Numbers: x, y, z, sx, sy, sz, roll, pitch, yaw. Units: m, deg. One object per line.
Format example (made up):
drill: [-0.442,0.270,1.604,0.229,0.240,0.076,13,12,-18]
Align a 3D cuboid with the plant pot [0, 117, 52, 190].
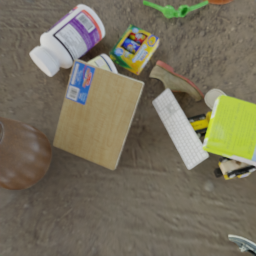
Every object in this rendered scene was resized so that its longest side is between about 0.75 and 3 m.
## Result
plant pot: [-3.612,0.559,8.119,2.158,2.309,2.158,-1,70,2]

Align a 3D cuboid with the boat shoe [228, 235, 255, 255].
boat shoe: [3.428,3.453,8.117,1.107,0.403,0.342,23,68,3]

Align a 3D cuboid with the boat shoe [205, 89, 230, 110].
boat shoe: [3.553,-0.202,8.985,0.906,0.772,2.709,-44,63,18]

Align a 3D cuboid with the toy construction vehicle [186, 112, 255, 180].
toy construction vehicle: [3.282,0.497,9.042,2.641,0.930,2.299,-16,60,-9]

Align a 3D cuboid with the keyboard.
keyboard: [1.608,-0.039,9.010,0.148,0.779,2.768,9,46,-44]

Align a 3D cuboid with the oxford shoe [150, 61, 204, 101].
oxford shoe: [1.695,-1.487,9.838,2.050,0.722,0.767,36,93,9]

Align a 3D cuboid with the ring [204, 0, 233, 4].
ring: [3.686,-5.971,11.667,1.962,0.188,1.962,0,71,0]

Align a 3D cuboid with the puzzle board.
puzzle board: [-1.004,-0.371,8.778,2.232,0.258,2.962,21,107,8]

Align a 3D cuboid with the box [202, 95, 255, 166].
box: [3.625,0.224,7.874,2.656,0.633,1.620,17,81,7]

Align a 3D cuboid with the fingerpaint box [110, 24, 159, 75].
fingerpaint box: [0.237,-2.900,10.332,1.244,0.547,1.491,31,74,10]

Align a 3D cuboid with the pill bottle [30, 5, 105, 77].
pill bottle: [-2.166,-3.029,9.932,1.410,1.410,2.530,40,75,13]

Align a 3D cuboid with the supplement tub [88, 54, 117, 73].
supplement tub: [-1.181,-1.783,9.684,1.412,1.024,1.024,-32,73,-11]

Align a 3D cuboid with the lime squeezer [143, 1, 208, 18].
lime squeezer: [1.925,-4.714,11.152,2.619,0.494,0.925,-1,39,1]
